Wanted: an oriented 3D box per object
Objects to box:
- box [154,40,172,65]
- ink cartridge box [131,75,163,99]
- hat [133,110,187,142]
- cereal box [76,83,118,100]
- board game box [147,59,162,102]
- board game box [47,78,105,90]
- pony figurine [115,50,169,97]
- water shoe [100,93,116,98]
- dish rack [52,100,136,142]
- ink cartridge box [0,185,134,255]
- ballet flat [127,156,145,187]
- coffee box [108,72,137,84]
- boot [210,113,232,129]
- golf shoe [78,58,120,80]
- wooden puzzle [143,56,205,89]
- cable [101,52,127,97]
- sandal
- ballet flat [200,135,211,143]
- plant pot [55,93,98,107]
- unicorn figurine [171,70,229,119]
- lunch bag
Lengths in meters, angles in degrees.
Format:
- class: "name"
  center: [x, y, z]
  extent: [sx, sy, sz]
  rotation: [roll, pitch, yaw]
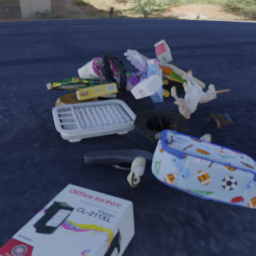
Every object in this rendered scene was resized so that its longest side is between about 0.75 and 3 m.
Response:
- class: "box"
  center: [1.524, -3.291, 12.228]
  extent: [0.480, 0.563, 0.880]
  rotation: [-25, 46, 22]
- class: "ink cartridge box"
  center: [0.533, -1.157, 7.971]
  extent: [0.559, 0.327, 0.774]
  rotation: [-47, 22, -27]
- class: "hat"
  center: [1.050, 0.047, 9.264]
  extent: [1.759, 0.710, 1.759]
  rotation: [0, 37, 0]
- class: "cereal box"
  center: [-1.328, -1.477, 11.426]
  extent: [1.507, 0.414, 2.094]
  rotation: [-14, 9, -9]
- class: "board game box"
  center: [1.131, -1.929, 11.689]
  extent: [0.397, 1.420, 1.391]
  rotation: [-2, -11, 15]
- class: "board game box"
  center: [-2.117, -1.834, 11.869]
  extent: [1.316, 0.295, 2.512]
  rotation: [-11, 2, 24]
- class: "pony figurine"
  center: [0.732, -2.448, 13.630]
  extent: [2.286, 1.972, 2.368]
  rotation: [22, 9, -32]
- class: "water shoe"
  center: [-1.309, -1.820, 13.077]
  extent: [1.710, 0.675, 0.611]
  rotation: [16, 10, 28]
- class: "dish rack"
  center: [-1.236, -0.269, 10.200]
  extent: [2.791, 0.608, 2.395]
  rotation: [-9, 28, -16]
- class: "ink cartridge box"
  center: [-1.045, 2.122, 5.096]
  extent: [1.577, 0.896, 2.164]
  rotation: [9, 28, 24]
- class: "ballet flat"
  center: [0.245, 1.124, 7.013]
  extent: [0.367, 1.087, 0.339]
  rotation: [-9, 54, -20]
- class: "coffee box"
  center: [-0.111, -2.542, 14.941]
  extent: [1.144, 0.409, 1.861]
  rotation: [15, 31, 28]
- class: "boot"
  center: [3.412, -0.305, 10.349]
  extent: [0.566, 0.436, 1.168]
  rotation: [-12, 22, 7]
- class: "golf shoe"
  center: [-1.320, -2.827, 13.742]
  extent: [1.295, 1.066, 2.830]
  rotation: [-14, 0, 28]
- class: "wooden puzzle"
  center: [2.199, -2.841, 14.542]
  extent: [2.687, 0.541, 2.904]
  rotation: [15, 13, -42]
- class: "cable"
  center: [-0.490, -2.256, 11.914]
  extent: [0.493, 1.942, 1.585]
  rotation: [-26, 4, -28]
- class: "sandal"
  center: [-0.240, 0.941, 8.112]
  extent: [2.045, 0.438, 0.778]
  rotation: [-2, 13, 13]
- class: "ballet flat"
  center: [2.116, 0.673, 8.446]
  extent: [1.336, 0.505, 0.427]
  rotation: [-32, 43, -20]
- class: "plant pot"
  center: [-2.265, -1.213, 12.490]
  extent: [1.933, 0.266, 1.933]
  rotation: [0, 27, 0]
- class: "unicorn figurine"
  center: [2.707, -1.395, 11.448]
  extent: [2.683, 1.843, 0.991]
  rotation: [-47, 27, -21]
- class: "lunch bag"
  center: [1.843, 0.858, 6.824]
  extent: [2.646, 1.000, 2.121]
  rotation: [19, 15, 5]
